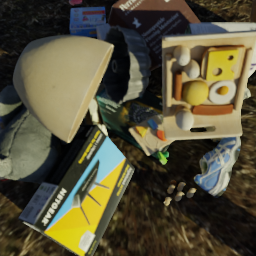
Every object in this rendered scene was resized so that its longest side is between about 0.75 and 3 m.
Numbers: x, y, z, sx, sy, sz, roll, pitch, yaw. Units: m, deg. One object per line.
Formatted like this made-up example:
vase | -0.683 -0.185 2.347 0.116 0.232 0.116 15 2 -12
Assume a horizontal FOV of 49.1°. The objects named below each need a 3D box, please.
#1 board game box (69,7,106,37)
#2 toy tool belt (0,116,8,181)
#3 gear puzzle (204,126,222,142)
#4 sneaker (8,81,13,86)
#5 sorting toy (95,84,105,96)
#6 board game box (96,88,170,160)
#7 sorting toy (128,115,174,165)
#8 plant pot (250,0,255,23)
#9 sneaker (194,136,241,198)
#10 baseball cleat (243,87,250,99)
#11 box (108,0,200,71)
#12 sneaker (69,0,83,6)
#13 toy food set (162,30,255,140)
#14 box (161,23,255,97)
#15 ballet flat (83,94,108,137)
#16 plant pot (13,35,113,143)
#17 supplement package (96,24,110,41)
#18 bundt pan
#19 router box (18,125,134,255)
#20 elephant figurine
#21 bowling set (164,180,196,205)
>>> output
board game box | -1.503 -3.998 10.563 1.326 0.371 1.298 -4 56 -2
toy tool belt | -3.372 0.354 7.199 1.108 1.090 1.774 -13 56 4
gear puzzle | 2.414 0.036 8.037 0.473 0.119 0.912 -10 52 -15
sneaker | -2.430 -0.933 7.459 2.004 1.153 0.756 -43 47 9
sorting toy | -1.254 -1.067 8.634 1.367 0.246 1.835 -4 59 -7
board game box | 0.249 -0.389 8.026 2.488 0.350 1.683 31 59 12
sorting toy | 0.760 0.301 7.310 0.989 0.197 1.338 -27 63 -22
plant pot | 4.439 -3.933 9.425 0.271 1.975 1.975 4 56 14
sneaker | 2.306 0.773 7.160 0.738 0.725 1.915 26 58 8
baseball cleat | 3.421 -0.920 8.516 0.609 0.399 1.144 11 60 3
box | 0.742 -3.062 8.397 1.731 1.713 2.086 -41 99 -2
sneaker | -2.255 -5.542 11.432 0.533 0.628 1.447 -18 59 -11
toy food set | 1.755 -0.823 6.191 1.942 2.706 0.817 -3 43 4
box | 2.190 -1.552 7.346 2.085 2.889 0.525 -2 67 -7
ballet flat | -0.909 -0.118 7.302 0.626 0.630 1.842 -14 77 -13
plant pot | -1.188 -0.818 4.790 1.223 1.822 1.822 24 58 -5
supplement package | -0.336 -3.126 9.731 1.344 0.789 0.786 -15 58 -9
bundt pan | -0.031 -1.652 7.474 0.762 2.030 2.030 -7 55 -24
router box | -0.944 1.363 6.141 0.604 1.765 2.366 1 51 40
elephant figurine | -2.122 -0.183 6.717 2.062 2.260 2.914 18 75 -28
bowling set | 1.168 1.504 6.880 0.818 0.439 0.569 -18 59 -12
